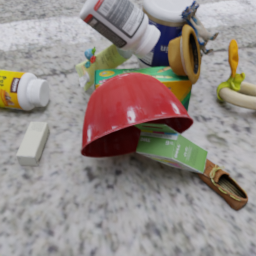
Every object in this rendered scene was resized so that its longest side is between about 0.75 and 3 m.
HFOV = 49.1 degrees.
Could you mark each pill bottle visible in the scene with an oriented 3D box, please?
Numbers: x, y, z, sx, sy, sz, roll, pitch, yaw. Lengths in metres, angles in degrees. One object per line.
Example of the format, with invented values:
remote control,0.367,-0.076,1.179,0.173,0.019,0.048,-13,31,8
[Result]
pill bottle,1.146,-2.977,9.658,1.678,2.900,1.678,4,52,-5
pill bottle,-0.189,-2.747,7.329,1.939,1.123,1.123,32,40,-25
pill bottle,-3.806,-1.246,9.235,2.237,1.222,1.222,7,46,7

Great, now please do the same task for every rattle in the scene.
rattle,4.405,-1.419,8.908,2.792,1.994,1.818,28,19,35

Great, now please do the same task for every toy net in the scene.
toy net,-1.216,-1.873,8.764,0.664,1.266,0.244,11,4,43

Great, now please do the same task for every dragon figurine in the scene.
dragon figurine,2.020,-2.721,8.597,0.694,2.359,1.173,-37,68,-12

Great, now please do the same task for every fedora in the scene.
fedora,1.511,-1.946,7.649,0.657,1.612,1.612,-3,41,29

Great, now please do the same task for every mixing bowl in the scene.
mixing bowl,0.054,-0.382,6.854,2.755,2.755,1.492,-12,75,-11

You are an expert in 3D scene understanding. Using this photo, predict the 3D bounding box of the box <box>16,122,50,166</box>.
box,-2.726,0.444,8.137,0.550,0.457,1.338,4,46,4

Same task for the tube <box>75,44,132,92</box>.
tube,-0.906,-2.002,9.043,2.515,0.653,0.730,-18,52,47

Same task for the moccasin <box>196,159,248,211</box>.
moccasin,2.329,1.307,7.157,0.624,0.658,1.705,-20,49,-19

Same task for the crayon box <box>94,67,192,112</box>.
crayon box,0.425,-0.923,8.557,2.801,1.664,0.816,-3,43,-4

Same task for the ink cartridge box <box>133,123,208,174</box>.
ink cartridge box,0.957,0.509,6.823,1.096,2.111,0.626,7,76,43
